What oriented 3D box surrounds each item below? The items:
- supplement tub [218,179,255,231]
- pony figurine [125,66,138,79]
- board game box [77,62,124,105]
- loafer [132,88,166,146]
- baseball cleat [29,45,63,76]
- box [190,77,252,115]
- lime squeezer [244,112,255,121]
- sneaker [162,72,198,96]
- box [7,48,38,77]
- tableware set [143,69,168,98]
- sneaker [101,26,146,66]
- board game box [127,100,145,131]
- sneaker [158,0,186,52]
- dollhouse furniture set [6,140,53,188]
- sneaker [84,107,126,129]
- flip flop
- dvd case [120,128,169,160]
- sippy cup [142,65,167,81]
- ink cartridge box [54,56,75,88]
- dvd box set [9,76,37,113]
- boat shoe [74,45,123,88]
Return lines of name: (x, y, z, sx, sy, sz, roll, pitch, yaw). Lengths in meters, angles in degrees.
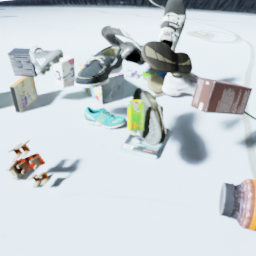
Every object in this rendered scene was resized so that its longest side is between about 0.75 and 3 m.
supplement tub: (3.636, 2.032, 7.133, 2.452, 1.311, 1.311, 8, 33, 13)
pony figurine: (0.276, -3.172, 16.123, 0.756, 0.629, 0.730, 10, 66, 10)
board game box: (-1.392, -2.359, 14.031, 1.295, 1.318, 2.514, -19, 37, -27)
loafer: (0.786, -0.414, 8.723, 0.887, 0.957, 2.546, 11, 37, -20)
baseball cleat: (-2.817, -2.373, 9.300, 0.658, 1.005, 1.888, -39, 13, -37)
box: (2.777, -0.906, 8.292, 1.801, 0.902, 0.675, 2, 20, -36)
lime squeezer: (3.755, -0.586, 9.623, 1.336, 0.252, 0.472, 18, 50, -14)
sneaker: (3.105, -2.250, 13.725, 2.780, 1.385, 1.041, -3, 39, -12)
box: (-4.366, -2.785, 11.900, 1.047, 1.039, 0.645, 5, 41, 8)
tableware set: (1.868, -2.406, 14.505, 2.224, 1.470, 0.446, -18, -4, -25)
sneaker: (-0.141, -3.621, 12.463, 2.575, 0.856, 1.165, 32, 39, -9)
board game box: (0.215, -0.340, 7.693, 0.424, 0.835, 0.199, -3, 10, -23)
sneaker: (1.774, -3.991, 11.528, 0.981, 2.647, 1.171, 11, 22, 9)
dollhouse furniture set: (-3.104, 1.107, 8.702, 1.345, 1.360, 0.701, -20, 18, 32)
sneaker: (-0.990, -0.450, 11.567, 1.847, 0.735, 0.716, 9, 34, 13)
flip flop: (1.139, -1.996, 8.357, 2.102, 0.852, 0.605, -2, -1, -44)
dvd case: (0.674, 0.447, 10.654, 1.375, 0.207, 1.884, 11, 33, 16)
sippy cup: (1.600, -2.958, 15.177, 1.682, 1.321, 1.233, 31, -1, -37)
ink cartridge box: (-3.375, -2.992, 14.943, 0.600, 1.422, 1.029, 21, 38, 24)
dvd box set: (-4.803, -1.678, 12.974, 0.263, 1.308, 1.788, 4, 33, 8)
boat shoe: (-0.834, -1.839, 8.158, 0.948, 0.757, 2.508, 9, 29, 12)
